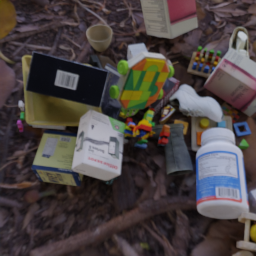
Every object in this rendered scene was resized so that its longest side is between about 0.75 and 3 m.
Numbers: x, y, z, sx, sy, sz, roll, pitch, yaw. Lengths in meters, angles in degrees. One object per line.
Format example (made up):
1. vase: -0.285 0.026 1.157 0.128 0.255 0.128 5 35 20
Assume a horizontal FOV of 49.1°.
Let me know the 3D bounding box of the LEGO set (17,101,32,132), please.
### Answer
1. LEGO set: -3.777 -0.543 10.245 0.484 0.521 1.269 -9 57 -6

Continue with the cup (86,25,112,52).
1. cup: -1.216 -3.813 12.181 1.111 0.795 1.111 0 57 1

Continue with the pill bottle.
1. pill bottle: 2.786 1.331 8.509 1.413 1.413 2.519 6 57 4

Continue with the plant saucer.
1. plant saucer: -2.281 -1.096 9.574 2.553 0.619 2.553 2 64 -31

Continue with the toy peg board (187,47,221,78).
1. toy peg board: 3.222 -2.764 11.630 1.213 0.593 1.208 17 59 11

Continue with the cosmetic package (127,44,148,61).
1. cosmetic package: 0.421 -2.926 11.636 0.700 0.700 0.849 -12 58 -13

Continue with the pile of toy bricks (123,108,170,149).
1. pile of toy bricks: 0.562 -0.061 8.873 1.280 2.307 1.139 17 77 -11

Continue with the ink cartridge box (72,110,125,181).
1. ink cartridge box: -0.878 0.550 8.613 1.310 0.757 1.801 22 55 -29

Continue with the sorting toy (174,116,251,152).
1. sorting toy: 2.958 0.139 9.847 2.768 0.377 1.558 4 61 4

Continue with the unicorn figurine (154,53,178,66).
1. unicorn figurine: 1.145 -2.444 10.702 1.229 0.454 0.844 -36 86 -19

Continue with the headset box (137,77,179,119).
1. headset box: 0.877 -1.441 10.684 1.473 0.743 1.982 36 64 20

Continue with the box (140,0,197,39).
1. box: 1.626 -5.441 11.719 1.556 2.855 1.826 -29 35 -20

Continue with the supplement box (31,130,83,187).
1. supplement box: -2.115 0.974 9.012 1.411 0.947 1.409 7 58 4

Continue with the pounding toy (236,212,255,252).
1. pounding toy: 4.161 3.224 6.935 2.961 1.693 1.698 13 70 -1

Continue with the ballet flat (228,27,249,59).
1. ballet flat: 4.566 -3.088 11.609 1.013 1.013 2.916 11 58 7

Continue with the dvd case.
1. dvd case: -0.590 -1.229 9.854 1.253 1.685 0.135 35 25 30

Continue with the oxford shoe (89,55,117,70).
1. oxford shoe: -0.697 -2.015 10.894 1.091 0.940 2.586 -9 54 -19

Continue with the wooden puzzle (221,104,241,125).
1. wooden puzzle: 3.722 -0.464 10.454 0.708 0.084 1.194 40 66 22

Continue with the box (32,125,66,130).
1. box: -2.824 -0.673 10.151 1.235 0.812 1.242 4 57 3

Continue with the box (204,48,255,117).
1. box: 4.100 -1.632 10.224 2.099 1.342 1.144 35 66 8

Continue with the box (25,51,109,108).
1. box: -1.825 -1.509 8.652 2.147 1.955 1.118 13 101 -12

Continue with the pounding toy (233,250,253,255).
1. pounding toy: 2.296 4.004 6.691 2.750 1.577 1.572 -15 54 -9

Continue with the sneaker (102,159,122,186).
1. sneaker: -0.449 1.424 9.136 0.406 0.386 1.024 35 64 -1

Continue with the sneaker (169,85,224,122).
1. sneaker: 2.438 -0.722 10.110 0.974 0.833 2.237 -38 45 -16

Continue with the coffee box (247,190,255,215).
1. coffee box: 4.387 2.059 8.275 1.815 1.026 0.724 -17 59 -12

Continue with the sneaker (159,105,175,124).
1. sneaker: 1.338 -0.497 10.336 0.411 0.342 0.912 38 56 17

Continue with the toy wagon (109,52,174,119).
1. toy wagon: 0.372 -1.246 9.214 1.974 2.544 0.503 -3 42 -34

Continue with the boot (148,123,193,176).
1. boot: 1.298 0.746 9.428 1.565 0.625 1.721 -9 71 16
